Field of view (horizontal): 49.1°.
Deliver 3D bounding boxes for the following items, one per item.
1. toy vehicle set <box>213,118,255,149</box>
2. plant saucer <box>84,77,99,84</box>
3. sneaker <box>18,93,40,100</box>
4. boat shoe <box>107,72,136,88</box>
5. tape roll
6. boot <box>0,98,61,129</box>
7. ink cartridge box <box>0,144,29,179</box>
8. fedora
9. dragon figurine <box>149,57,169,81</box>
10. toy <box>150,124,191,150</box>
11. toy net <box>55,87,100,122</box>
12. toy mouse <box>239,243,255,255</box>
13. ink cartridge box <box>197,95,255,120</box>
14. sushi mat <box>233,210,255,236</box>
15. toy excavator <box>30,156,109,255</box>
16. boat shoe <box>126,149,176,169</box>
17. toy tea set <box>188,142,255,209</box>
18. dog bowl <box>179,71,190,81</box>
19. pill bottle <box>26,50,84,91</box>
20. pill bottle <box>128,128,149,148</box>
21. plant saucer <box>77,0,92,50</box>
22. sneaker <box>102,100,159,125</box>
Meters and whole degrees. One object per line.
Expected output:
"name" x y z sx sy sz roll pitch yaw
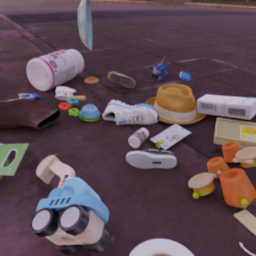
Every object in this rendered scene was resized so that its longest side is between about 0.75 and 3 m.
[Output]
"toy vehicle set" 4.308 0.263 9.961 2.356 0.312 1.464 10 31 17
"plant saucer" -1.986 -2.598 15.199 0.777 0.145 0.777 -1 29 0
"sneaker" -4.501 -1.351 12.810 0.388 0.432 1.051 -12 -3 42
"boat shoe" -0.306 -2.477 14.129 1.517 0.574 0.545 22 25 -17
"tape roll" 0.636 2.823 5.252 1.425 0.498 1.425 0 30 0
"boot" -4.293 -0.386 10.343 2.430 1.057 2.921 14 29 26
"ink cartridge box" -4.305 1.167 7.833 2.805 0.832 1.456 -1 30 -1
"fedora" 1.962 -1.121 11.622 2.703 1.102 2.703 0 30 0
"dragon figurine" 1.944 -3.309 15.882 1.098 0.650 2.208 19 41 27
"toy" 1.486 0.372 9.793 1.293 0.305 0.744 -26 41 -31
"toy net" -2.423 -1.004 11.721 1.476 0.543 2.813 -17 36 -36
"toy mouse" 3.432 2.748 5.447 2.001 0.436 2.252 -19 35 -30
"ink cartridge box" 4.341 -1.135 11.530 2.108 0.740 2.594 10 31 38
"sushi mat" 2.980 2.299 6.639 0.424 0.054 0.885 -14 32 -25
"toy excavator" -1.361 1.526 6.329 2.177 1.118 2.239 -13 42 24
"boat shoe" 0.702 0.925 8.631 1.543 0.546 0.491 7 30 -3
"toy tea set" 2.956 1.324 7.817 1.618 1.007 2.721 -12 16 48
"dog bowl" 3.068 -2.801 15.168 0.756 0.422 0.187 11 -3 -39
"pill bottle" -3.685 -3.112 14.599 1.615 1.615 2.849 15 32 24
"pill bottle" 0.382 0.336 9.702 0.450 0.450 0.776 16 34 26
"plant saucer" -2.022 -4.856 13.020 0.467 2.425 2.425 -2 30 -1
"sneaker" 0.047 -0.398 10.780 2.311 0.866 1.002 8 39 27
